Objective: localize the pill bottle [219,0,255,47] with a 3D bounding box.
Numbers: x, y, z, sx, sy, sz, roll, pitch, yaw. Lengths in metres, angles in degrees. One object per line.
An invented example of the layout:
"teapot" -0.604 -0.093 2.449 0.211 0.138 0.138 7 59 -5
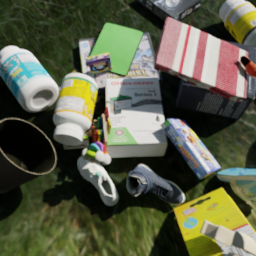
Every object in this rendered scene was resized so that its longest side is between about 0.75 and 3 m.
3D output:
"pill bottle" 4.667 -4.167 11.187 1.269 1.269 2.221 -16 58 -9

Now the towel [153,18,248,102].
"towel" 2.299 -2.110 8.590 2.920 0.332 2.103 21 61 -7

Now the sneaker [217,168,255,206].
"sneaker" 3.379 1.750 8.021 0.662 1.665 1.087 -17 97 -41

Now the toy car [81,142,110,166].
"toy car" -0.833 0.675 7.629 0.659 0.754 0.565 9 76 32

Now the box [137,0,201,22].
"box" 1.810 -5.731 12.583 1.828 0.497 2.282 -35 66 -19

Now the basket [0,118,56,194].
"basket" -3.212 0.927 7.707 1.777 1.971 1.341 46 36 -11

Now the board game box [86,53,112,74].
"board game box" -1.008 -2.292 9.985 0.817 0.675 0.232 -13 63 0

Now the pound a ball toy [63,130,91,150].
"pound a ball toy" -1.616 0.417 9.122 0.916 0.389 0.598 -5 37 -4

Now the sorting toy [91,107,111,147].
"sorting toy" -0.878 0.185 8.316 0.324 1.918 0.925 1 61 -18

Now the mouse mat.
"mouse mat" -0.479 -3.016 10.593 1.664 0.078 2.068 18 73 10

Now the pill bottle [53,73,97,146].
"pill bottle" -1.671 -0.549 8.740 1.163 1.163 2.062 6 64 3

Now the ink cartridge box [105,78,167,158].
"ink cartridge box" 0.178 -0.372 9.113 1.838 1.061 2.516 -3 61 -3

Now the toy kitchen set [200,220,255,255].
"toy kitchen set" 2.000 2.908 5.753 0.912 1.241 1.549 32 73 -23

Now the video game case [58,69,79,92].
"video game case" -1.938 -1.426 10.008 0.996 0.141 1.102 -46 61 4

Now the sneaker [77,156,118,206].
"sneaker" -0.876 1.416 8.222 0.674 0.792 1.791 -35 68 -19

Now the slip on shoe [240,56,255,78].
"slip on shoe" 3.694 -1.852 8.488 0.335 0.277 0.905 -42 63 25

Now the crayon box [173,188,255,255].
"crayon box" 2.173 2.619 6.873 1.585 0.634 2.496 -24 19 5

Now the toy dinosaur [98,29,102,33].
"toy dinosaur" -0.786 -4.060 11.658 0.996 0.509 0.676 -23 19 33

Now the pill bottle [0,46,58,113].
"pill bottle" -3.596 -1.790 9.784 1.362 1.362 2.459 -33 65 -18

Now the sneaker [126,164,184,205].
"sneaker" 0.705 1.725 7.792 1.682 1.215 0.639 32 106 17

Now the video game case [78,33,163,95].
"video game case" -0.368 -2.540 10.797 2.887 0.368 2.609 -8 60 -5

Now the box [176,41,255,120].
"box" 3.020 -1.755 9.713 2.262 1.426 2.301 13 61 5

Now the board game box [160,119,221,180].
"board game box" 1.849 0.559 8.217 0.325 1.277 1.886 -44 67 25
